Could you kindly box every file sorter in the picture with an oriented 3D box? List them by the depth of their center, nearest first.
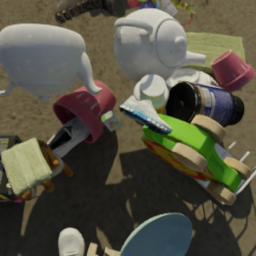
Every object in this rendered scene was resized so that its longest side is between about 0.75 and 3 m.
[{"bbox_3d":[2.877,1.069,9.079,1.516,1.360,2.184,-41,71,-17],"label":"file sorter"}]

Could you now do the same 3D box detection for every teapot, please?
[{"bbox_3d":[0.803,-2.243,7.661,2.270,2.240,1.658,-41,29,-29],"label":"teapot"},{"bbox_3d":[-2.409,-1.664,7.809,2.504,2.537,1.853,-1,95,-41],"label":"teapot"}]

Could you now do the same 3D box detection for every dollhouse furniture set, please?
[{"bbox_3d":[-0.350,3.235,6.470,1.303,0.676,0.577,16,41,-4],"label":"dollhouse furniture set"}]

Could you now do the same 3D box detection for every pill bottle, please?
[{"bbox_3d":[0.557,-0.694,7.378,0.882,1.614,0.882,1,67,-2],"label":"pill bottle"},{"bbox_3d":[2.168,-0.563,7.679,2.137,1.195,1.195,4,61,-34],"label":"pill bottle"}]

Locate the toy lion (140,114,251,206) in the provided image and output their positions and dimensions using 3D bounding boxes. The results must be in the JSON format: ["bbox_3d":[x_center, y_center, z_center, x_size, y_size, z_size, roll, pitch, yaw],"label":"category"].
[{"bbox_3d":[1.299,0.584,6.841,2.786,2.907,0.998,24,75,47],"label":"toy lion"}]

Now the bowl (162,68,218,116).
[{"bbox_3d":[1.948,-1.204,9.545,2.608,1.224,2.608,-15,38,13],"label":"bowl"}]

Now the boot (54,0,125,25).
[{"bbox_3d":[-1.189,-3.474,8.058,1.982,0.788,2.277,-22,47,10],"label":"boot"}]

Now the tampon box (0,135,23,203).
[{"bbox_3d":[-4.030,1.333,8.924,1.174,1.394,1.860,-1,65,0],"label":"tampon box"}]

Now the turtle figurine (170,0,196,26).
[{"bbox_3d":[1.551,-4.521,9.387,0.690,1.729,2.144,-1,36,-42],"label":"turtle figurine"}]

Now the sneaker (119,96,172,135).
[{"bbox_3d":[0.408,-0.283,5.417,1.116,0.418,0.484,32,72,11],"label":"sneaker"}]

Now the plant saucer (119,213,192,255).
[{"bbox_3d":[0.453,2.260,5.299,1.732,1.732,0.333,-34,35,-14],"label":"plant saucer"}]

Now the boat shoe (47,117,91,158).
[{"bbox_3d":[-1.923,0.163,9.625,0.820,0.729,2.230,38,82,18],"label":"boat shoe"}]

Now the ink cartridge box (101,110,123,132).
[{"bbox_3d":[-0.429,-0.138,7.973,0.390,0.750,0.223,-31,50,4],"label":"ink cartridge box"}]

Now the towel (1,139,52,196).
[{"bbox_3d":[-2.247,0.815,6.095,0.897,0.220,1.208,-29,57,-11],"label":"towel"}]

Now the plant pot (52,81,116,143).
[{"bbox_3d":[-1.356,-0.665,9.651,1.843,1.843,1.650,34,65,14],"label":"plant pot"}]

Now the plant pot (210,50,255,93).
[{"bbox_3d":[3.207,-1.818,8.842,1.157,1.157,1.036,-42,101,-17],"label":"plant pot"}]

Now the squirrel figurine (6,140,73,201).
[{"bbox_3d":[-2.623,1.160,7.662,1.486,1.127,1.592,-43,72,-9],"label":"squirrel figurine"}]

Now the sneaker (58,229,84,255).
[{"bbox_3d":[-1.290,3.113,6.423,0.611,0.644,1.599,-4,100,-8],"label":"sneaker"}]

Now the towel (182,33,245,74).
[{"bbox_3d":[3.468,-3.011,11.437,2.583,0.471,1.916,5,66,1],"label":"towel"}]

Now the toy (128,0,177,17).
[{"bbox_3d":[0.286,-4.083,8.543,0.568,1.384,2.404,-43,100,-15],"label":"toy"}]
